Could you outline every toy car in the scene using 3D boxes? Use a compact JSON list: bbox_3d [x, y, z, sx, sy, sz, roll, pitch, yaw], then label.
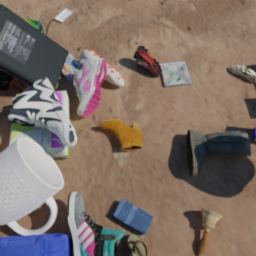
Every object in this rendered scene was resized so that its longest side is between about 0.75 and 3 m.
[{"bbox_3d":[-5.592,-1.939,10.207,2.733,1.341,0.910,-5,64,-22],"label":"toy car"}]

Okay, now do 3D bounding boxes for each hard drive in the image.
[{"bbox_3d":[-3.703,-2.740,10.242,0.476,2.895,2.020,-6,62,46],"label":"hard drive"}]

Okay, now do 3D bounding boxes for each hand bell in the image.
[{"bbox_3d":[2.282,3.112,8.268,0.663,0.663,1.273,20,74,11],"label":"hand bell"}]

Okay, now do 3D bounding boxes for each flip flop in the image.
[{"bbox_3d":[0.297,3.362,7.607,0.625,1.541,0.444,37,94,-4],"label":"flip flop"}]

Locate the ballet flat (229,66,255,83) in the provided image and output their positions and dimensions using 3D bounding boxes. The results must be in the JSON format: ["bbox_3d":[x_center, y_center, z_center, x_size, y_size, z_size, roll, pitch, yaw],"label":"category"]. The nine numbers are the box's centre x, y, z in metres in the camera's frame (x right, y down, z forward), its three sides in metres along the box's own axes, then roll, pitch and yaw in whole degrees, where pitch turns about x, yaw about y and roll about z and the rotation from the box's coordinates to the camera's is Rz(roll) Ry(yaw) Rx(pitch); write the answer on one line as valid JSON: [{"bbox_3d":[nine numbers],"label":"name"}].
[{"bbox_3d":[4.717,-2.270,11.299,1.266,0.405,0.479,30,66,16],"label":"ballet flat"}]

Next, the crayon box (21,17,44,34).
[{"bbox_3d":[-5.205,-4.152,12.215,2.504,0.646,1.574,15,62,9],"label":"crayon box"}]

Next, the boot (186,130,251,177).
[{"bbox_3d":[3.058,0.841,9.456,2.062,0.748,1.875,8,63,-3],"label":"boot"}]

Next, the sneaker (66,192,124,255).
[{"bbox_3d":[-0.856,2.894,7.872,1.446,1.001,2.394,-13,76,2],"label":"sneaker"}]

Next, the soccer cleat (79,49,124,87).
[{"bbox_3d":[-1.053,-2.265,11.202,2.128,0.825,0.737,42,25,6],"label":"soccer cleat"}]

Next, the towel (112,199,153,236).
[{"bbox_3d":[0.143,2.720,8.563,1.163,0.282,0.649,26,66,15],"label":"towel"}]

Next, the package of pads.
[{"bbox_3d":[-3.081,-0.092,9.818,1.907,0.842,2.468,-5,61,-3],"label":"package of pads"}]

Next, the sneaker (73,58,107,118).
[{"bbox_3d":[-1.553,-1.523,10.440,1.020,0.941,2.312,12,79,14],"label":"sneaker"}]

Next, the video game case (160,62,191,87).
[{"bbox_3d":[1.914,-2.198,11.413,1.058,0.128,1.161,-6,61,-3],"label":"video game case"}]

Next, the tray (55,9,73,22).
[{"bbox_3d":[-3.014,-5.261,13.158,0.451,0.093,0.839,28,65,16],"label":"tray"}]

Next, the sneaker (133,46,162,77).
[{"bbox_3d":[0.762,-2.606,11.421,1.473,0.720,0.521,48,41,-2],"label":"sneaker"}]

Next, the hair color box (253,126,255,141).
[{"bbox_3d":[5.428,0.124,9.575,1.872,1.023,0.607,13,55,6],"label":"hair color box"}]

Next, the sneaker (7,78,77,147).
[{"bbox_3d":[-2.839,-0.233,8.859,1.751,1.074,2.691,-28,70,-10],"label":"sneaker"}]

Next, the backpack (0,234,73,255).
[{"bbox_3d":[-2.553,3.944,6.934,1.942,2.005,2.389,-5,64,5],"label":"backpack"}]

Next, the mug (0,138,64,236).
[{"bbox_3d":[-3.162,1.961,8.143,2.259,1.902,2.577,-38,89,3],"label":"mug"}]

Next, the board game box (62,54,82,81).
[{"bbox_3d":[-2.423,-2.508,11.549,0.772,0.197,1.141,-32,66,-17],"label":"board game box"}]

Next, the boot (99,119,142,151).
[{"bbox_3d":[-0.261,0.271,9.775,1.512,0.532,1.082,2,55,-5],"label":"boot"}]
